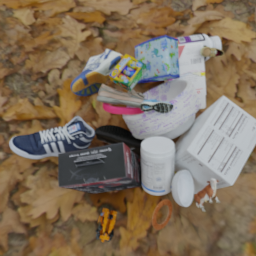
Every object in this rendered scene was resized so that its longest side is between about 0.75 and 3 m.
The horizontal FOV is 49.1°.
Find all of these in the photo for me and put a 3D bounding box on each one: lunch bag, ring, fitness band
[{"bbox_3d":[0.969,-2.412,10.168,1.680,1.070,1.428,-3,92,39],"label":"lunch bag"},{"bbox_3d":[0.989,2.456,7.892,0.085,0.885,0.885,16,60,44],"label":"ring"},{"bbox_3d":[-0.123,-0.775,9.597,1.499,0.281,1.077,1,26,-6],"label":"fitness band"}]

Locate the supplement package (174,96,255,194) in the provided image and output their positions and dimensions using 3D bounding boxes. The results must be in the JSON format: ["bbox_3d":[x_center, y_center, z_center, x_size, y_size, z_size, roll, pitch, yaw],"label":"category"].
[{"bbox_3d":[2.500,0.715,8.987,1.545,2.787,2.170,37,69,4],"label":"supplement package"}]

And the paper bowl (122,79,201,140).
[{"bbox_3d":[1.239,-0.502,9.721,2.641,2.641,1.374,-35,109,-16],"label":"paper bowl"}]

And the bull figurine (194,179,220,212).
[{"bbox_3d":[2.076,1.746,7.295,0.314,0.966,0.586,15,45,-19],"label":"bull figurine"}]

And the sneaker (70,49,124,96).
[{"bbox_3d":[-1.420,-2.350,11.841,2.717,1.023,1.197,-37,56,-23],"label":"sneaker"}]

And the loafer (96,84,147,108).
[{"bbox_3d":[-0.071,-1.026,9.007,1.953,0.702,0.614,9,87,16],"label":"loafer"}]

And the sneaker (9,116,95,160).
[{"bbox_3d":[-2.383,0.296,9.326,2.726,1.479,0.955,9,42,-39],"label":"sneaker"}]

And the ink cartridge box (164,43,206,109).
[{"bbox_3d":[2.227,-1.981,11.166,1.489,0.863,2.556,-8,106,-3],"label":"ink cartridge box"}]

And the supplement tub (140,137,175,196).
[{"bbox_3d":[0.876,1.136,8.312,1.001,1.518,1.001,-2,26,1],"label":"supplement tub"}]

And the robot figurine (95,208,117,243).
[{"bbox_3d":[-0.729,3.201,9.158,0.301,0.749,1.034,-6,61,48],"label":"robot figurine"}]

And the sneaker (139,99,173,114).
[{"bbox_3d":[0.843,-0.708,8.219,0.986,0.387,0.444,7,39,15],"label":"sneaker"}]

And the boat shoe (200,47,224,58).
[{"bbox_3d":[3.137,-2.817,10.403,1.066,0.354,0.394,-8,105,-32],"label":"boat shoe"}]

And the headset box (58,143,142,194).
[{"bbox_3d":[-0.747,1.315,8.596,2.013,2.709,1.016,-11,71,13],"label":"headset box"}]

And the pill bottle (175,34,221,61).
[{"bbox_3d":[2.862,-3.398,12.113,2.072,1.154,1.154,-8,64,-3],"label":"pill bottle"}]

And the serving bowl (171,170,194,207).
[{"bbox_3d":[1.522,1.733,8.055,0.342,1.040,1.040,-7,57,36],"label":"serving bowl"}]

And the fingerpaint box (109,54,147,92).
[{"bbox_3d":[-0.002,-1.675,8.460,0.759,0.334,0.910,33,76,19],"label":"fingerpaint box"}]

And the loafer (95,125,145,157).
[{"bbox_3d":[-0.061,0.647,10.146,2.535,0.904,0.925,18,23,4],"label":"loafer"}]
